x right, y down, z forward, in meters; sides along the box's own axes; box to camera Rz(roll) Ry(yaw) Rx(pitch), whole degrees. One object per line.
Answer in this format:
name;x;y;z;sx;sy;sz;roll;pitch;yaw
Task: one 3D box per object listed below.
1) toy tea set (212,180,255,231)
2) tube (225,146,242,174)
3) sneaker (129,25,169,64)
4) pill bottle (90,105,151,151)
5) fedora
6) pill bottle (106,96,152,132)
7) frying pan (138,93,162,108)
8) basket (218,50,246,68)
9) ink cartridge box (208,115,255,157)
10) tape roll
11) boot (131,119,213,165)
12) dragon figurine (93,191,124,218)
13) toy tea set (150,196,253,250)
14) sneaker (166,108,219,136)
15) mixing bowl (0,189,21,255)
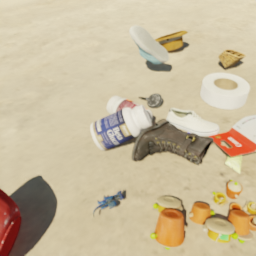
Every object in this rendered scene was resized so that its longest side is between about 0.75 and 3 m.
toy tea set;3.255;2.146;8.016;0.946;0.589;1.591;-26;45;-29
tube;3.737;0.889;9.735;0.451;0.403;1.554;2;37;29
sneaker;0.777;-3.708;13.135;1.044;2.547;0.941;-15;53;42
pill bottle;-0.230;-0.047;9.776;1.966;1.092;1.092;-24;38;13
fedora;2.494;-4.995;16.308;2.093;0.853;2.093;-16;20;6
pill bottle;0.025;-0.592;11.082;1.744;0.955;0.955;31;48;32
frying pan;0.989;-1.330;12.305;0.728;0.196;1.203;-48;52;4
basket;5.408;-3.782;14.614;1.218;0.907;0.869;-22;79;-45
ink cartridge box;4.240;0.164;9.637;2.355;0.672;1.914;-7;19;-5
tape roll;4.319;-1.689;12.596;2.054;0.719;2.054;0;39;0
boot;1.532;0.670;9.525;2.114;0.841;2.429;28;52;30
dragon figurine;-0.565;2.117;7.958;0.549;0.325;1.104;-21;2;35
toy tea set;1.887;2.686;7.378;2.710;1.003;1.611;8;10;14
sneaker;2.481;-0.248;10.810;2.068;0.732;0.755;13;44;17
mixing bowl;-3.368;2.437;6.533;1.315;2.428;2.428;17;40;-2
